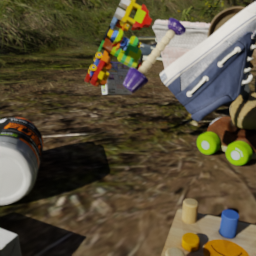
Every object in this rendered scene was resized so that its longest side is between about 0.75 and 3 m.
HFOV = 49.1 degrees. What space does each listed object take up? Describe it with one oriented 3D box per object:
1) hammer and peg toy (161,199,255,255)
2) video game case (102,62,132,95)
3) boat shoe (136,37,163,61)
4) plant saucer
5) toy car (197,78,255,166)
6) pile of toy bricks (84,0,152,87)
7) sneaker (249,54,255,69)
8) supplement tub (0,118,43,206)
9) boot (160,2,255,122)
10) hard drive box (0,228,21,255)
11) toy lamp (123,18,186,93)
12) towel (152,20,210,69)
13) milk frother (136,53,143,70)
[{"bbox_3d":[1.972,2.150,4.412,2.785,0.982,2.049,7,19,19],"label":"hammer and peg toy"},{"bbox_3d":[-0.397,-1.649,9.445,0.267,1.066,1.176,0,4,44],"label":"video game case"},{"bbox_3d":[1.475,-3.395,11.443,2.966,0.917,1.110,11,47,35],"label":"boat shoe"},{"bbox_3d":[2.904,-2.505,7.594,1.474,1.474,0.217,4,5,11],"label":"plant saucer"},{"bbox_3d":[3.663,-0.460,9.121,2.168,2.639,2.082,-18,27,-40],"label":"toy car"},{"bbox_3d":[-0.148,-2.004,7.424,1.196,2.422,1.344,25,-13,-11],"label":"pile of toy bricks"},{"bbox_3d":[3.993,-2.876,10.611,2.344,0.821,1.271,15,45,39],"label":"sneaker"},{"bbox_3d":[-3.135,0.696,7.443,1.602,1.602,2.615,-4,21,-10],"label":"supplement tub"},{"bbox_3d":[2.111,-1.380,5.610,2.817,1.273,1.025,-36,-1,7],"label":"boot"},{"bbox_3d":[-3.046,2.213,4.504,2.012,0.772,1.568,8,21,22],"label":"hard drive box"},{"bbox_3d":[0.508,-1.473,5.823,0.490,1.682,0.490,36,3,-2],"label":"toy lamp"},{"bbox_3d":[2.142,-2.435,9.669,0.426,2.527,2.645,-45,43,-20],"label":"towel"},{"bbox_3d":[0.247,-2.641,11.253,0.695,0.724,0.770,12,-19,2],"label":"milk frother"}]
